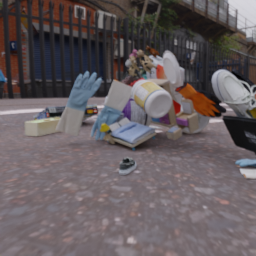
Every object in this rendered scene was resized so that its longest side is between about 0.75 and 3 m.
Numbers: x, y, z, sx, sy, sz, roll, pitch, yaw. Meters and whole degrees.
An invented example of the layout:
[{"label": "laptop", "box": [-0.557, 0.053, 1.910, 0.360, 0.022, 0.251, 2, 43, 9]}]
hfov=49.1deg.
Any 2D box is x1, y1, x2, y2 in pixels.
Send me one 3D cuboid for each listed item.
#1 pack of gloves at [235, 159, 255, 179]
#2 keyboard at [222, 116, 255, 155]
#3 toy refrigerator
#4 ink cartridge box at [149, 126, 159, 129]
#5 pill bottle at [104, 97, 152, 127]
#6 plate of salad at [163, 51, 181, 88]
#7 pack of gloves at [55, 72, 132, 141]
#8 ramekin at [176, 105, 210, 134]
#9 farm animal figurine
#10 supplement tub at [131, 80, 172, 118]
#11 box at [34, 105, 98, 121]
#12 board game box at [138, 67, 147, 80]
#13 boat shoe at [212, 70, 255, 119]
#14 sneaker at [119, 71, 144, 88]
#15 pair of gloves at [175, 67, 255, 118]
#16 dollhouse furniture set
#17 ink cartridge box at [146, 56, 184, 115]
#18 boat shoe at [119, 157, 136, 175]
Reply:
[{"label": "pack of gloves", "box": [3.863, 0.955, 7.307, 1.884, 0.372, 1.583, 2, 10, 8]}, {"label": "keyboard", "box": [3.502, 0.268, 7.358, 0.548, 1.438, 2.764, -28, 8, -2]}, {"label": "toy refrigerator", "box": [-3.809, -0.096, 12.977, 0.730, 0.673, 1.924, 3, 8, 25]}, {"label": "ink cartridge box", "box": [0.573, 0.121, 12.775, 1.572, 0.394, 1.275, -3, 11, -43]}, {"label": "pill bottle", "box": [0.263, -0.664, 12.057, 2.468, 1.375, 1.375, 0, 9, -12]}, {"label": "plate of salad", "box": [1.600, -2.081, 9.943, 0.326, 1.358, 1.358, -20, 13, -10]}, {"label": "pack of gloves", "box": [-1.292, -0.811, 10.763, 2.205, 2.625, 0.518, 17, 22, -27]}, {"label": "ramekin", "box": [2.918, -0.505, 12.683, 1.737, 1.737, 0.809, -3, 38, -17]}, {"label": "farm animal figurine", "box": [0.379, -2.483, 10.308, 1.354, 1.094, 0.681, -1, -14, 40]}, {"label": "supplement tub", "box": [0.768, -1.030, 9.649, 0.983, 0.983, 1.359, -4, 30, -26]}, {"label": "box", "box": [-3.395, -0.703, 15.392, 2.928, 0.584, 2.005, -7, -7, -38]}, {"label": "board game box", "box": [1.169, -2.215, 12.838, 1.553, 1.050, 0.219, 10, 25, 25]}, {"label": "boat shoe", "box": [3.281, -0.721, 7.781, 0.832, 2.253, 0.961, -43, 14, -15]}, {"label": "sneaker", "box": [-0.088, -1.871, 11.584, 1.611, 0.787, 0.569, -20, -6, 19]}, {"label": "pair of gloves", "box": [2.998, -1.066, 9.284, 2.111, 0.293, 2.370, 32, -32, -25]}, {"label": "dollhouse furniture set", "box": [0.547, -0.440, 9.981, 2.706, 1.766, 2.555, -27, 23, -27]}, {"label": "ink cartridge box", "box": [1.447, -1.599, 11.718, 0.596, 2.379, 1.930, -16, 36, -25]}, {"label": "boat shoe", "box": [0.004, 0.946, 7.402, 0.349, 0.343, 0.968, 2, 9, 13]}]
